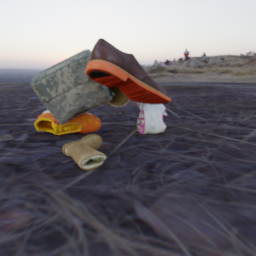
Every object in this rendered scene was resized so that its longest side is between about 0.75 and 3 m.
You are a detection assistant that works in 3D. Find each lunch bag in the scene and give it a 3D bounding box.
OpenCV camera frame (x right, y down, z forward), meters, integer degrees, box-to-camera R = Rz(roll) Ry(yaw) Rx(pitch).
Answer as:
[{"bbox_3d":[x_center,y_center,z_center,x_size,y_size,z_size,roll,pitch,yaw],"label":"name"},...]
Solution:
[{"bbox_3d":[-1.677,-1.184,8.594,2.062,1.730,1.437,-25,23,5],"label":"lunch bag"}]

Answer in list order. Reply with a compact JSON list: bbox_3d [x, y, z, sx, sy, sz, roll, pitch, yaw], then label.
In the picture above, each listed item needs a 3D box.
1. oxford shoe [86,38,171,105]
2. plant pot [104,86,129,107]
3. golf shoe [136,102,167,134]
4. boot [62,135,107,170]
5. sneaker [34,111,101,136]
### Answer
[{"bbox_3d":[0.219,-1.431,7.672,1.042,1.062,2.928,-6,-21,43],"label":"oxford shoe"},{"bbox_3d":[-0.870,-1.612,11.708,1.491,1.491,1.600,-9,9,-37],"label":"plant pot"},{"bbox_3d":[0.854,-0.777,10.051,1.021,2.232,0.840,7,-22,-12],"label":"golf shoe"},{"bbox_3d":[-0.898,0.596,6.938,1.174,0.444,1.341,-22,20,-28],"label":"boot"},{"bbox_3d":[-2.046,-0.050,9.565,2.333,0.851,0.900,0,35,14],"label":"sneaker"}]
